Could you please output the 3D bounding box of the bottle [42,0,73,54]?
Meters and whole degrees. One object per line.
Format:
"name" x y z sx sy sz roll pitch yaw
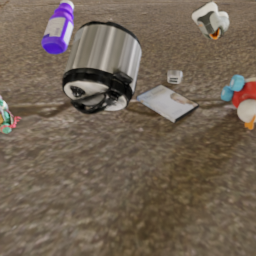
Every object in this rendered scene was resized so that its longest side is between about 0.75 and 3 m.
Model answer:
"bottle" -2.708 -4.053 11.160 0.967 0.756 2.316 -1 64 21

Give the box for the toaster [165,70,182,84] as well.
"toaster" 2.283 -2.558 14.039 0.884 0.502 0.571 6 43 5

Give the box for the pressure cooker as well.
"pressure cooker" -0.895 -1.690 8.978 2.371 2.335 2.655 10 71 3

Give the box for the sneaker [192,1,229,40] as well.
"sneaker" 3.191 -3.774 10.498 1.029 1.104 2.785 -22 -3 33

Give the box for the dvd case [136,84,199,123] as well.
"dvd case" 1.760 -1.170 12.621 1.681 0.207 2.356 -31 49 -31

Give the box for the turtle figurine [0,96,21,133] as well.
"turtle figurine" -5.154 -0.373 11.044 1.697 1.141 2.266 -50 47 6

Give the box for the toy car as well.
"toy car" 4.941 -0.836 11.514 1.882 1.806 2.042 14 69 0
